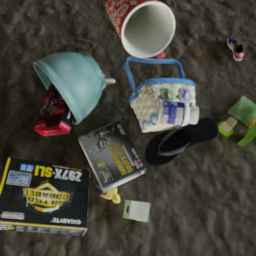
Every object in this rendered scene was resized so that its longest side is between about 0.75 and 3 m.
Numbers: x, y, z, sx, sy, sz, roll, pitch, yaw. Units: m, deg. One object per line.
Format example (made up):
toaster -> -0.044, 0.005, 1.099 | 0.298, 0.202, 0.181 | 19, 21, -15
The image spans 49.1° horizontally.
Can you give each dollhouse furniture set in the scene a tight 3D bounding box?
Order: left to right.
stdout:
dollhouse furniture set -> 4.515, -0.450, 10.727 | 1.275, 0.976, 1.946 | 40, 73, 15

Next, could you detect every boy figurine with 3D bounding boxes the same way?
boy figurine -> -0.652, 2.267, 9.972 | 1.011, 0.326, 0.629 | 38, 62, 12

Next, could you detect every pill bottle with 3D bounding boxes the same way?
pill bottle -> 1.526, -0.445, 8.759 | 1.228, 0.735, 0.735 | 6, 68, -1

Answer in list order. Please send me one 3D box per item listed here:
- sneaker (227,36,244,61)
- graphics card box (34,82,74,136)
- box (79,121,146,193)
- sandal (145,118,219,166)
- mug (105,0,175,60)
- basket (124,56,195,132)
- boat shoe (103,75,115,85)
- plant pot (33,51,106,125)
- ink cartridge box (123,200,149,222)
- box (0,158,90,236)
sneaker -> 4.754, -3.606, 12.262 | 0.482, 0.543, 1.286 | -12, 68, -5
graphics card box -> -2.432, -0.802, 9.948 | 1.336, 0.542, 2.130 | -6, 60, 35
box -> -0.595, 0.994, 10.215 | 1.717, 0.524, 2.168 | -22, 65, -16
sandal -> 1.770, 0.435, 9.928 | 2.875, 0.616, 1.093 | -30, 77, 17
mug -> 0.259, -4.032, 10.969 | 1.998, 2.658, 2.995 | -14, 44, -12
basket -> 1.263, -1.348, 10.422 | 2.501, 1.973, 2.836 | -6, 67, -27
boat shoe -> -1.140, -2.126, 11.501 | 1.271, 0.474, 0.589 | 4, 83, 12
plant pot -> -1.953, -1.708, 10.311 | 1.773, 2.647, 2.647 | -37, 72, -14
ink cartridge box -> 0.292, 2.895, 9.771 | 0.867, 0.208, 0.631 | 7, 68, 3
box -> -2.432, 2.009, 8.222 | 2.514, 0.620, 2.008 | 12, 45, -17
